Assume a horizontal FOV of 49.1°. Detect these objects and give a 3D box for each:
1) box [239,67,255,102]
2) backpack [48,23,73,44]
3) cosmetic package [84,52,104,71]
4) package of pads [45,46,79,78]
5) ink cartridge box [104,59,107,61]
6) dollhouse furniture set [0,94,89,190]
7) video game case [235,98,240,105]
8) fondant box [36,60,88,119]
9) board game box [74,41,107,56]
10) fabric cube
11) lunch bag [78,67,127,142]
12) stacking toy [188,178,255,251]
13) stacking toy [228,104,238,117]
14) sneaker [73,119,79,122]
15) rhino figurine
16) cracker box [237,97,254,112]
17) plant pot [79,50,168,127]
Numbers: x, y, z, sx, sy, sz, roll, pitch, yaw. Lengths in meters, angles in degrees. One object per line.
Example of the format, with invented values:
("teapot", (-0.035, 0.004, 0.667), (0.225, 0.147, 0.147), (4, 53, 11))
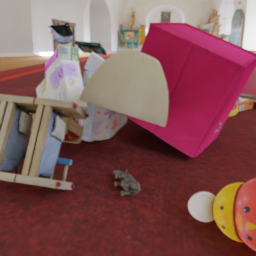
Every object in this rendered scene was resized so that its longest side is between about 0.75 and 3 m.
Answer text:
("box", (7.166, -2.026, 13.930), (2.769, 1.508, 1.770), (14, 2, 35))
("backpack", (-2.532, -3.585, 10.785), (0.835, 0.643, 0.795), (-24, 55, -31))
("cosmetic package", (-1.360, -2.553, 11.190), (0.577, 0.765, 0.198), (32, 37, -4))
("package of pads", (-3.103, -2.163, 12.778), (1.012, 2.292, 2.967), (2, -6, -27))
("ink cartridge box", (-1.158, -2.867, 12.845), (1.164, 0.257, 0.547), (-14, -4, 30))
("dollhouse furniture set", (-2.005, 0.568, 7.615), (1.987, 1.998, 2.836), (7, -13, 13))
("video game case", (3.737, -1.207, 11.481), (0.140, 1.161, 1.274), (29, 28, -51))
("fondant box", (-2.365, -1.058, 9.675), (0.672, 1.665, 2.308), (-2, -17, -41))
("board game box", (-1.883, -4.037, 14.186), (1.401, 0.197, 0.947), (12, -9, 20))
("fabric cube", (2.008, -1.409, 9.103), (2.998, 2.989, 2.941), (33, 31, 20))
("lunch bag", (-0.912, -0.997, 10.332), (1.708, 2.279, 2.687), (17, 27, 12))
("stacking toy", (2.233, 1.607, 5.172), (2.470, 1.805, 1.805), (-9, 9, 42))
("stacking toy", (3.767, -1.723, 13.372), (2.748, 1.161, 2.488), (1, 39, 7))
("sneaker", (-2.553, -0.541, 11.696), (1.120, 1.032, 2.801), (-6, 8, 45))
("rhino figurine", (-0.078, 1.325, 7.036), (0.523, 0.357, 1.195), (7, 15, -22))
("cracker box", (5.235, -1.300, 14.173), (1.148, 0.494, 1.714), (-12, 24, -29))
("plant pot", (0.079, -1.096, 7.269), (2.323, 1.560, 2.323), (18, 2, -1))
